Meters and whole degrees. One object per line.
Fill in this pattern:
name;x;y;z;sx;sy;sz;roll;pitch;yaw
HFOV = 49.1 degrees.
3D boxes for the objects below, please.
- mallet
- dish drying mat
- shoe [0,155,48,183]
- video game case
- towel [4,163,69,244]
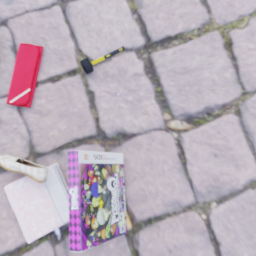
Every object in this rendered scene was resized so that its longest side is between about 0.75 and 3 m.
mallet;-0.821;-2.254;9.400;1.593;0.328;0.525;-15;103;13
dish drying mat;-3.542;-1.823;9.614;0.856;0.203;2.228;8;81;1
shoe;-3.261;1.173;8.767;1.743;0.609;0.465;21;107;12
video game case;-0.809;1.936;8.002;0.453;2.292;2.528;-9;78;29
towel;-2.726;2.344;8.870;1.858;0.314;1.945;-26;81;-4
